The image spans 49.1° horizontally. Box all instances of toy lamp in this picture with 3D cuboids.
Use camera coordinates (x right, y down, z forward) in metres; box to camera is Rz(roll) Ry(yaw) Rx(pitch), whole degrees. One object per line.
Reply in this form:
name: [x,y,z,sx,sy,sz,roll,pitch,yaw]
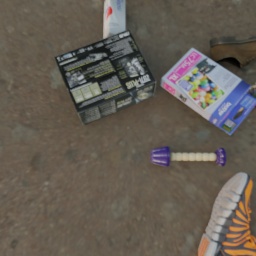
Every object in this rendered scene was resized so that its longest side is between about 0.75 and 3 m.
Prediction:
toy lamp: [1.951,0.941,9.261,2.402,0.699,0.699,-1,71,-2]

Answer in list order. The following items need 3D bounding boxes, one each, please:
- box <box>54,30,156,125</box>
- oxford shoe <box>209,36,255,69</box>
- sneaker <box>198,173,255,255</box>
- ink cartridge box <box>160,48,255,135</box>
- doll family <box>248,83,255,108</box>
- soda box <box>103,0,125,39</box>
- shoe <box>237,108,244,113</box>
box: [-0.783,-1.779,9.885,2.835,1.221,2.322,-23,73,-8]
oxford shoe: [4.422,-2.761,10.497,2.714,0.986,1.146,-2,86,2]
sneaker: [3.371,2.915,8.328,1.661,1.150,2.964,23,91,1]
ink cartridge box: [2.814,-1.313,9.627,2.970,0.623,1.772,40,75,16]
doll family: [5.040,-1.232,9.772,1.700,0.667,0.983,-17,105,30]
soda box: [-0.536,-4.230,10.887,0.697,0.647,2.041,10,67,-23]
shoe: [3.361,-0.908,10.007,1.609,0.429,0.563,12,73,4]
